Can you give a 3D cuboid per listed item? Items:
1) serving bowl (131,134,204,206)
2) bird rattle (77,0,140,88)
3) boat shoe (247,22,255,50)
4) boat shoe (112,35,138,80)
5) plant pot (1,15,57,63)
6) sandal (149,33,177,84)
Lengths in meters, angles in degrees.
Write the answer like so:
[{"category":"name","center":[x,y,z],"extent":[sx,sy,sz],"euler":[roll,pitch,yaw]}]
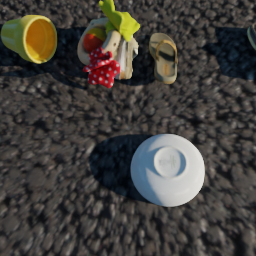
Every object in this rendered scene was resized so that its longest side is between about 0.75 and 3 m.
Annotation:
[{"category":"serving bowl","center":[1.023,0.965,7.099],"extent":[1.917,0.631,1.917],"euler":[0,65,1]},{"category":"bird rattle","center":[-0.754,-2.452,8.390],"extent":[1.956,1.351,2.399],"euler":[23,96,44]},{"category":"boat shoe","center":[4.602,-2.483,8.616],"extent":[0.874,0.774,2.387],"euler":[-23,67,-10]},{"category":"boat shoe","center":[-0.048,-2.401,8.646],"extent":[0.707,0.773,2.068],"euler":[13,74,1]},{"category":"plant pot","center":[-3.084,-2.753,8.532],"extent":[1.268,1.348,1.348],"euler":[18,65,26]},{"category":"sandal","center":[1.118,-2.256,8.551],"extent":[0.852,0.573,2.122],"euler":[1,55,-2]}]
